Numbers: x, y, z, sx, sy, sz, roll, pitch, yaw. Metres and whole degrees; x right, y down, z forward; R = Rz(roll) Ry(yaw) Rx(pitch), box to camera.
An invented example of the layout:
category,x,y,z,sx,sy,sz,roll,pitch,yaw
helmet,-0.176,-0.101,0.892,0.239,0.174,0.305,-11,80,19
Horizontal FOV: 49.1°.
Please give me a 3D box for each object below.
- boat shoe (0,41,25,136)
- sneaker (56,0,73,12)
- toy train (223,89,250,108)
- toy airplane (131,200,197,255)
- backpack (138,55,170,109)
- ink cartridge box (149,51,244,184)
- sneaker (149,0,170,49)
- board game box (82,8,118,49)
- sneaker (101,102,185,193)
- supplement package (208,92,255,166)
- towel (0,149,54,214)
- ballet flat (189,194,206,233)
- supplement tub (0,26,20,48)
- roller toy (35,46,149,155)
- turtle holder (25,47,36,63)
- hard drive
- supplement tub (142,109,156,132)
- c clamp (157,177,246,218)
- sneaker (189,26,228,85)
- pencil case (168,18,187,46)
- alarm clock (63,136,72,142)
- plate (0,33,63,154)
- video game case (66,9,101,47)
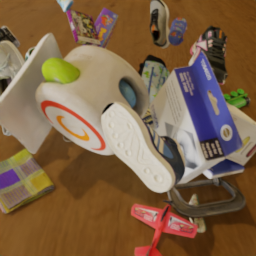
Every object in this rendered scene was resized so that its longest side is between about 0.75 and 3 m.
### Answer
category,x,y,z,sx,sy,sz,roll,pitch,yaw
boat shoe,-3.780,-1.260,8.909,1.097,2.978,0.955,-2,10,36
sneaker,-2.524,-4.992,10.976,0.390,0.639,0.979,-42,17,-19
toy train,4.272,-1.001,12.404,2.905,0.606,0.819,-20,53,-23
toy airplane,0.845,2.806,7.526,1.965,0.361,1.965,-11,43,11
backpack,0.932,-1.336,11.697,2.032,2.156,2.643,24,49,7
ink cartridge box,1.455,-0.133,7.041,0.520,2.560,2.555,-4,64,-22
sneaker,1.200,-4.238,11.240,0.799,2.016,0.745,-8,-2,-42
board game box,-1.385,-2.917,10.822,0.618,1.857,2.762,26,73,-7
sneaker,0.393,0.295,5.594,1.945,0.784,1.424,53,23,8
supplement package,3.014,-0.156,9.529,2.606,1.445,2.029,21,22,-31
towel,-3.656,1.674,9.301,1.672,0.265,2.329,-26,46,-27
ballet flat,1.951,2.465,8.188,0.399,0.472,1.248,-7,37,4
supplement tub,-4.410,-2.765,9.457,1.289,0.790,0.790,-38,48,-8
roller toy,-0.894,-0.741,7.655,2.670,2.927,2.045,34,66,0
turtle holder,-3.435,-2.354,10.849,1.237,1.156,1.628,1,55,4
hard drive,2.929,1.155,9.446,1.820,0.231,1.201,-1,33,-38
supplement tub,0.430,0.335,9.573,1.973,1.973,2.722,-29,46,-31
c clamp,2.126,1.900,8.606,2.575,0.349,2.200,-3,24,-6
sneaker,2.703,-2.554,9.170,1.157,1.243,2.880,16,38,-12
pencil case,1.905,-3.688,10.687,0.637,0.573,1.467,19,44,1
alarm clock,-1.699,-0.365,11.384,1.899,0.937,2.815,16,45,19
plate,-2.557,-0.865,7.870,0.429,2.649,2.654,21,68,12
video game case,-1.488,-3.333,9.428,0.205,1.143,1.036,-23,-10,37
